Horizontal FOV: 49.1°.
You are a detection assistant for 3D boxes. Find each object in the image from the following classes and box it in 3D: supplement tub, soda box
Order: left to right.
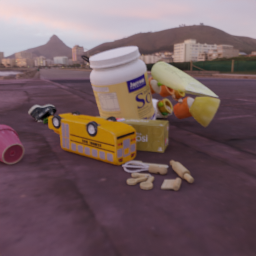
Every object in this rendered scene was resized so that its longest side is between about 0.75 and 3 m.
[{"bbox_3d":[-0.181,-1.152,8.886,1.785,2.455,1.785,-11,24,5],"label":"supplement tub"},{"bbox_3d":[-0.007,0.152,7.945,2.235,0.757,0.716,4,13,16],"label":"soda box"}]

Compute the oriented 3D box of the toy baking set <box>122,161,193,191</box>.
[{"bbox_3d":[0.567,0.896,5.936,1.309,0.198,1.705,-2,13,-7],"label":"toy baking set"}]

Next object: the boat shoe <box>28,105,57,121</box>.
[{"bbox_3d":[-3.569,-0.607,12.086,0.598,0.635,1.768,39,13,7],"label":"boat shoe"}]

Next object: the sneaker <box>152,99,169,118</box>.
[{"bbox_3d":[0.285,-0.927,12.184,2.716,1.000,1.569,9,13,30],"label":"sneaker"}]

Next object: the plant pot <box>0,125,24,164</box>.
[{"bbox_3d":[-2.925,0.458,6.696,0.761,0.850,0.850,30,28,34],"label":"plant pot"}]

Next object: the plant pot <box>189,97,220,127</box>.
[{"bbox_3d":[2.367,-0.606,8.935,0.688,0.970,0.970,26,16,5],"label":"plant pot"}]

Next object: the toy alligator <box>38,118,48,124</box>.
[{"bbox_3d":[-3.122,-0.273,11.082,0.948,0.228,0.314,-18,21,-39],"label":"toy alligator"}]

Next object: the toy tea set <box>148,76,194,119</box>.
[{"bbox_3d":[1.686,-1.159,10.189,0.979,1.573,2.645,-26,-18,37],"label":"toy tea set"}]

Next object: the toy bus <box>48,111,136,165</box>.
[{"bbox_3d":[-1.005,0.184,7.290,2.499,0.978,0.813,10,18,37],"label":"toy bus"}]

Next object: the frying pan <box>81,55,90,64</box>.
[{"bbox_3d":[-0.678,-2.180,10.142,1.178,1.947,0.317,-33,-10,-28],"label":"frying pan"}]

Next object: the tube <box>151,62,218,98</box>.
[{"bbox_3d":[1.362,-1.268,7.638,0.707,0.632,2.436,-31,30,-6],"label":"tube"}]
